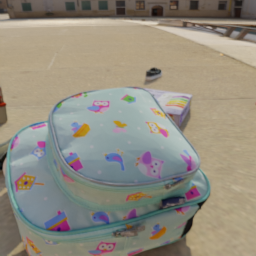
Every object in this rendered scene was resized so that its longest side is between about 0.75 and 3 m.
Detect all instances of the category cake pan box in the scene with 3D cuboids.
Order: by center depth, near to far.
[{"bbox_3d":[0.965,-0.764,9.854,2.225,0.582,2.049,11,26,21],"label":"cake pan box"}]

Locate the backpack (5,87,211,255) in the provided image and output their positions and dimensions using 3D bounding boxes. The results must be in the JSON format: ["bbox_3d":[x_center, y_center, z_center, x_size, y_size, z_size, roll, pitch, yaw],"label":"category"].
[{"bbox_3d":[-0.460,0.768,4.666,2.978,2.283,2.618,-16,48,-16],"label":"backpack"}]

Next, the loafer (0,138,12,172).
[{"bbox_3d":[-2.722,0.556,7.095,0.654,0.706,1.878,25,47,34],"label":"loafer"}]

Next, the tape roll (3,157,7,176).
[{"bbox_3d":[-2.073,0.779,6.085,1.029,1.029,0.706,-1,20,-1],"label":"tape roll"}]

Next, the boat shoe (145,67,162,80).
[{"bbox_3d":[1.320,-2.781,13.980,0.523,0.515,1.451,13,29,25],"label":"boat shoe"}]

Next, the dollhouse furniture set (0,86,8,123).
[{"bbox_3d":[-5.086,-0.538,8.644,2.325,1.211,2.350,-22,34,-38],"label":"dollhouse furniture set"}]
